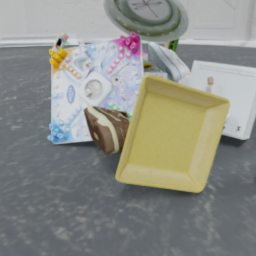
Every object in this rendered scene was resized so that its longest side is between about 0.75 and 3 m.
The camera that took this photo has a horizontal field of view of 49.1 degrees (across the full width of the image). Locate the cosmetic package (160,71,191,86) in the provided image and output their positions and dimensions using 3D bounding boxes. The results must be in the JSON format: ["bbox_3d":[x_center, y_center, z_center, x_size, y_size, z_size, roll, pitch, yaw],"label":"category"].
[{"bbox_3d":[2.722,-2.442,14.747,2.405,0.857,1.220,8,24,21],"label":"cosmetic package"}]

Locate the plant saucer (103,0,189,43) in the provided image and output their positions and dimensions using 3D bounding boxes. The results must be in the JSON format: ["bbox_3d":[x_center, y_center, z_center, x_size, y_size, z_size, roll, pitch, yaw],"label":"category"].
[{"bbox_3d":[0.517,-3.144,7.433,2.316,0.581,2.316,17,-12,4],"label":"plant saucer"}]

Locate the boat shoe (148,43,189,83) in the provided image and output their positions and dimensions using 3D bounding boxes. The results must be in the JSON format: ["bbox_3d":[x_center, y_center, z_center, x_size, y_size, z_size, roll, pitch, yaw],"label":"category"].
[{"bbox_3d":[1.306,-2.173,9.097,0.628,0.691,1.879,-23,58,-10],"label":"boat shoe"}]

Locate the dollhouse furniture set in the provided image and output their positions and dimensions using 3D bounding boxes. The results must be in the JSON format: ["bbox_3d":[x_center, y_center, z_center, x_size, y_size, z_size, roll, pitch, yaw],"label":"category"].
[{"bbox_3d":[0.813,-2.607,9.767,2.141,0.827,1.070,-24,53,-28],"label":"dollhouse furniture set"}]

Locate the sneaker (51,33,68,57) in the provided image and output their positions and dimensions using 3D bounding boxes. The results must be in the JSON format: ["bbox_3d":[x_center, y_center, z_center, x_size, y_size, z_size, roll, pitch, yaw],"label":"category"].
[{"bbox_3d":[-2.474,-2.790,9.744,0.374,1.062,0.496,33,29,-4],"label":"sneaker"}]

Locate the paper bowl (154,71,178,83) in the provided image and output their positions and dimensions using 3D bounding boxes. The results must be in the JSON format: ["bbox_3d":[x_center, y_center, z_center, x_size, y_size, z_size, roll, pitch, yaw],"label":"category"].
[{"bbox_3d":[0.891,-1.101,9.437,0.853,1.641,1.641,17,5,-44],"label":"paper bowl"}]

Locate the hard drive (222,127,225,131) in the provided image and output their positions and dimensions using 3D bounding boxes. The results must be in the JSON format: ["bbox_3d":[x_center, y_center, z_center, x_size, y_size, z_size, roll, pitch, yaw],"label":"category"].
[{"bbox_3d":[1.451,-0.164,7.740,2.086,1.407,0.442,37,-5,16],"label":"hard drive"}]

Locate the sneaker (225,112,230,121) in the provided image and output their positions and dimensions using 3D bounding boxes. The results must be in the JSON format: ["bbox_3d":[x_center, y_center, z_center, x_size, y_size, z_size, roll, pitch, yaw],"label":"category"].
[{"bbox_3d":[2.428,-0.099,7.996,0.429,1.080,0.423,40,12,11],"label":"sneaker"}]

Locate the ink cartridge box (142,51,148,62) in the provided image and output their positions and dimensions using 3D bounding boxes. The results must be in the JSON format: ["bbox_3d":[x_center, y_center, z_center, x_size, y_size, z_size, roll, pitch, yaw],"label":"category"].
[{"bbox_3d":[0.078,-2.447,12.219,0.498,2.301,2.259,19,40,35],"label":"ink cartridge box"}]

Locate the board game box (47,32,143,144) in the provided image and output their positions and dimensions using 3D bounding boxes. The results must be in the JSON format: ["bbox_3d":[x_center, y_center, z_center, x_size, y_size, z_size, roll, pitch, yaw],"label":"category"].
[{"bbox_3d":[-1.016,-1.134,8.160,2.977,2.977,0.385,-6,-11,18],"label":"board game box"}]

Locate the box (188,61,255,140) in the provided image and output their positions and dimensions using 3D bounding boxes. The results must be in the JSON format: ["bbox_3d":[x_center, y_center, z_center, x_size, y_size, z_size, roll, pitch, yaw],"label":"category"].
[{"bbox_3d":[2.945,-0.860,8.796,2.043,2.053,1.342,17,8,29],"label":"box"}]

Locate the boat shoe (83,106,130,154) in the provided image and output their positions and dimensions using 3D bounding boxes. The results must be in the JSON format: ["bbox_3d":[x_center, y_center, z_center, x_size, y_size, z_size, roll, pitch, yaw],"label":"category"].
[{"bbox_3d":[-0.415,-0.036,6.894,0.970,0.969,2.623,-17,21,-14],"label":"boat shoe"}]

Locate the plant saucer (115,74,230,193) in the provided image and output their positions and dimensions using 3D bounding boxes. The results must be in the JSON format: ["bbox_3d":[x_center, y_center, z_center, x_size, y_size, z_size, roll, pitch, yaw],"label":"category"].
[{"bbox_3d":[0.861,0.162,5.706,2.084,2.084,0.505,13,8,-23],"label":"plant saucer"}]

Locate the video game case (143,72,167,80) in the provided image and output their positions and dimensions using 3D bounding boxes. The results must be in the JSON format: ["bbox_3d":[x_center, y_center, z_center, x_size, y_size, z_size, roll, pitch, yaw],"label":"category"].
[{"bbox_3d":[0.116,-0.749,8.343,2.068,1.882,0.228,2,-10,1],"label":"video game case"}]

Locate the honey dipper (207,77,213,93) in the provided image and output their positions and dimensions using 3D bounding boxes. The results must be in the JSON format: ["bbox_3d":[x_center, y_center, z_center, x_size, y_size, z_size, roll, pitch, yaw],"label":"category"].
[{"bbox_3d":[2.301,-1.027,7.802,0.172,0.172,0.906,3,61,8],"label":"honey dipper"}]
